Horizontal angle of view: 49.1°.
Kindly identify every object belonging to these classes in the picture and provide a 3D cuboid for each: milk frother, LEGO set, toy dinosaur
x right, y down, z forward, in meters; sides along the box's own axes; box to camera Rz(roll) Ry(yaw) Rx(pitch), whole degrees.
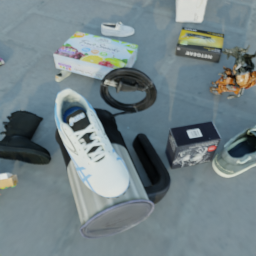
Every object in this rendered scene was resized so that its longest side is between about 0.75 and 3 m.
[{"bbox_3d":[-0.250,0.552,6.603,2.659,2.947,2.772,-16,55,-14],"label":"milk frother"},{"bbox_3d":[-4.135,1.755,6.974,2.558,1.177,0.952,2,66,-27],"label":"LEGO set"},{"bbox_3d":[3.711,-1.745,9.064,2.243,1.145,1.522,-6,77,26],"label":"toy dinosaur"}]

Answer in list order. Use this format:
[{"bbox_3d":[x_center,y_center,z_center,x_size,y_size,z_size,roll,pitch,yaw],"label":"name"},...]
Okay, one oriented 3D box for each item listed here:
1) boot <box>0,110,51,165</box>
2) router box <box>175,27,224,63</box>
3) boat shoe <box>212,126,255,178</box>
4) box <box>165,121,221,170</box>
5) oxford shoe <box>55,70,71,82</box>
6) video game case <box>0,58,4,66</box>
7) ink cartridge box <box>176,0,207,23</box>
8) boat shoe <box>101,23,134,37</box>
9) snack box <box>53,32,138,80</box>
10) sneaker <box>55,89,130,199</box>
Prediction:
[{"bbox_3d":[-2.940,0.251,8.281,1.835,0.679,1.504,7,53,10],"label":"boot"},{"bbox_3d":[2.854,-3.316,11.141,1.740,0.454,1.368,13,53,10],"label":"router box"},{"bbox_3d":[3.677,0.438,7.980,2.843,0.878,1.035,-25,57,-18],"label":"boat shoe"},{"bbox_3d":[1.756,0.499,7.774,1.250,1.138,0.650,-10,53,-8],"label":"box"},{"bbox_3d":[-2.359,-2.013,10.286,0.313,0.241,0.834,25,54,22],"label":"oxford shoe"},{"bbox_3d":[-5.741,-2.501,10.638,1.516,0.271,1.374,34,60,23],"label":"video game case"},{"bbox_3d":[2.792,-6.403,12.467,1.214,2.112,2.910,3,53,5],"label":"ink cartridge box"},{"bbox_3d":[-0.444,-4.204,11.817,1.401,0.480,0.504,6,53,5],"label":"boat shoe"},{"bbox_3d":[-1.148,-2.649,10.393,2.583,0.684,1.837,16,46,12],"label":"snack box"},{"bbox_3d":[-0.886,0.277,5.932,0.993,1.002,2.764,-31,59,-8],"label":"sneaker"}]
